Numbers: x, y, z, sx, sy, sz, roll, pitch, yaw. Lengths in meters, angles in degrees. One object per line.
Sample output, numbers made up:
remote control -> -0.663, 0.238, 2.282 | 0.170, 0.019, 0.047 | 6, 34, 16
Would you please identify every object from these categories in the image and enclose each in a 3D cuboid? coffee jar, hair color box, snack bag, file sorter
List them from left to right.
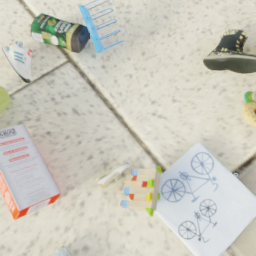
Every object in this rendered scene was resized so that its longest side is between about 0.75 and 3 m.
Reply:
hair color box -> -2.863, 1.085, 7.386 | 1.158, 0.698, 2.281 | -17, 66, -41
coffee jar -> -2.242, -3.167, 9.393 | 1.812, 0.773, 0.945 | 18, 56, 7
file sorter -> -0.776, -3.240, 8.844 | 0.895, 1.013, 1.459 | -20, 105, 9
snack bag -> 2.027, 1.952, 7.537 | 2.392, 0.272, 2.537 | -40, 72, -15

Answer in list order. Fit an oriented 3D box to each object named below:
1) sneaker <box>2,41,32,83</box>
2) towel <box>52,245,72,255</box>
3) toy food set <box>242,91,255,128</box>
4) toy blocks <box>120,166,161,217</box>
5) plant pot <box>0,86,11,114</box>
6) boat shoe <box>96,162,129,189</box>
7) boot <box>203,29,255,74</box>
sneaker -> -3.424, -2.220, 9.120 | 0.774, 0.583, 1.656 | -34, 68, -8
towel -> -1.767, 4.061, 6.544 | 1.897, 0.457, 1.624 | -40, 73, -15
toy food set -> 4.325, -0.521, 8.303 | 1.865, 0.454, 1.846 | 20, 55, 11
toy blocks -> 0.309, 1.636, 7.423 | 0.931, 0.681, 1.362 | -5, 58, 28
plant pot -> -4.509, -0.643, 7.865 | 2.074, 2.074, 1.907 | 34, 60, 13
boat shoe -> -0.364, 1.313, 7.775 | 1.006, 0.376, 0.344 | -32, 74, -3
boot -> 3.469, -2.455, 8.737 | 1.924, 0.694, 1.453 | 17, 66, 47
